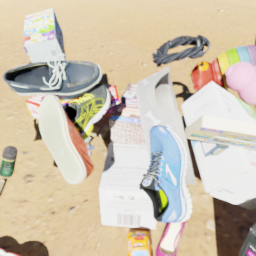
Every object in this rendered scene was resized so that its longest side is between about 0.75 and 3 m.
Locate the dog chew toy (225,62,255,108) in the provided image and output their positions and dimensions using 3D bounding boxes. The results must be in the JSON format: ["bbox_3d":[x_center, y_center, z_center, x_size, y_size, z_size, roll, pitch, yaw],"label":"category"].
[{"bbox_3d":[3.610,-1.100,7.618,2.049,1.276,1.276,28,41,1],"label":"dog chew toy"}]

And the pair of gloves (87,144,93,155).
[{"bbox_3d":[-1.630,0.849,10.454,0.609,0.086,0.757,2,36,5],"label":"pair of gloves"}]

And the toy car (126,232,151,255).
[{"bbox_3d":[0.940,3.106,6.925,2.223,0.740,1.091,9,38,12],"label":"toy car"}]

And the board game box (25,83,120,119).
[{"bbox_3d":[-1.661,-0.748,8.031,1.827,0.559,2.412,-28,26,-30],"label":"board game box"}]

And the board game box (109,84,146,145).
[{"bbox_3d":[0.288,-0.115,9.585,1.138,1.873,2.350,7,38,13],"label":"board game box"}]

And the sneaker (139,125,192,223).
[{"bbox_3d":[0.606,0.804,4.948,0.786,0.692,1.762,0,76,-35],"label":"sneaker"}]

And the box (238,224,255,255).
[{"bbox_3d":[3.362,2.818,5.644,2.018,2.717,1.689,-25,44,-30],"label":"box"}]

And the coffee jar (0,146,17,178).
[{"bbox_3d":[-2.853,0.804,6.683,0.321,0.751,0.392,13,34,-16],"label":"coffee jar"}]

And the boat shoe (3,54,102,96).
[{"bbox_3d":[-1.662,-1.169,6.184,2.109,0.652,0.790,-2,79,4],"label":"boat shoe"}]

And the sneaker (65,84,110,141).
[{"bbox_3d":[-0.979,-0.440,6.355,0.642,0.730,1.725,1,53,33],"label":"sneaker"}]

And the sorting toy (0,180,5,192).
[{"bbox_3d":[-4.531,1.989,8.924,1.001,0.134,0.746,-2,42,-2],"label":"sorting toy"}]

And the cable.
[{"bbox_3d":[1.460,-2.235,8.170,1.593,0.496,1.952,-23,26,6],"label":"cable"}]

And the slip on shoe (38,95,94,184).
[{"bbox_3d":[-1.247,0.203,5.604,0.579,0.701,1.892,-8,67,-59],"label":"slip on shoe"}]

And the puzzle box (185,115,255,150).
[{"bbox_3d":[2.030,0.139,5.068,1.778,1.183,0.226,9,78,0],"label":"puzzle box"}]

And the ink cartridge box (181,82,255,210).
[{"bbox_3d":[2.564,0.433,6.878,1.915,1.153,2.635,24,44,-31],"label":"ink cartridge box"}]

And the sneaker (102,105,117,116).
[{"bbox_3d":[-0.914,-0.864,12.216,2.039,0.820,0.902,18,47,29],"label":"sneaker"}]

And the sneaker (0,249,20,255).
[{"bbox_3d":[-3.017,3.489,6.645,1.665,0.652,0.962,5,44,27],"label":"sneaker"}]

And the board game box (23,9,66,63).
[{"bbox_3d":[-2.380,-2.531,8.014,0.882,0.898,1.712,-16,48,-1],"label":"board game box"}]

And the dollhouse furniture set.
[{"bbox_3d":[-1.150,0.193,10.342,1.397,1.284,0.909,17,19,-42],"label":"dollhouse furniture set"}]

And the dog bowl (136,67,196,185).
[{"bbox_3d":[0.924,0.024,6.874,0.852,2.904,2.904,-14,36,11],"label":"dog bowl"}]

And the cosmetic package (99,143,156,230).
[{"bbox_3d":[0.092,1.647,8.151,1.580,1.570,1.888,3,36,4],"label":"cosmetic package"}]

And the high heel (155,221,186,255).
[{"bbox_3d":[1.114,2.859,7.207,0.549,0.781,1.629,20,42,25],"label":"high heel"}]

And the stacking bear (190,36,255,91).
[{"bbox_3d":[3.100,-1.806,8.653,2.335,1.328,1.418,-14,57,19],"label":"stacking bear"}]
